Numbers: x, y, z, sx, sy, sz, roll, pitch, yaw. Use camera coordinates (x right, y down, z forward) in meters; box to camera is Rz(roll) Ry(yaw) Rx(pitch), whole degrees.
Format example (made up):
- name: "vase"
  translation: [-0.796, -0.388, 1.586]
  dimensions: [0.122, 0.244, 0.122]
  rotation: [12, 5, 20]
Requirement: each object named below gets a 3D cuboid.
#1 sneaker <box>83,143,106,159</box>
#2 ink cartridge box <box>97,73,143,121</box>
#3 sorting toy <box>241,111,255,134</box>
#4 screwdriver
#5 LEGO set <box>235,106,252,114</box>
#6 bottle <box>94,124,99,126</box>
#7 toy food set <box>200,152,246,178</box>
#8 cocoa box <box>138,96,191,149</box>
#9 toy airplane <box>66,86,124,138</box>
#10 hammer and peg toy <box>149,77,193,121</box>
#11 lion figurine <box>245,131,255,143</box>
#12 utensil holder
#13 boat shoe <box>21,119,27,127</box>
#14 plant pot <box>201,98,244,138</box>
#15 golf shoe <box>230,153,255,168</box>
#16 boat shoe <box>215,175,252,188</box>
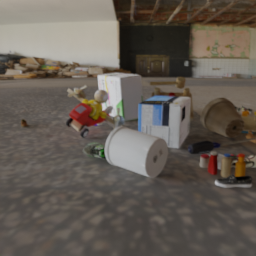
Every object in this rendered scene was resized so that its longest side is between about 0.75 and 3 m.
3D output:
- name: "sneaker"
  translation: [-0.828, 0.673, 8.210]
  dimensions: [1.131, 0.441, 0.482]
  rotation: [1, 1, 19]
- name: "ink cartridge box"
  translation: [-0.461, -1.712, 14.688]
  dimensions: [1.234, 2.129, 2.940]
  rotation: [-12, 17, -25]
- name: "sorting toy"
  translation: [5.564, -0.213, 12.106]
  dimensions: [1.975, 0.355, 2.651]
  rotation: [1, 19, 25]
- name: "screwdriver"
  translation: [3.076, 0.552, 8.943]
  dimensions: [2.663, 0.387, 0.371]
  rotation: [-3, 31, -22]
- name: "LEGO set"
  translation: [5.753, -0.937, 15.345]
  dimensions: [2.151, 0.610, 1.397]
  rotation: [12, 14, -7]
- name: "bottle"
  translation: [-1.624, -0.288, 12.801]
  dimensions: [0.927, 0.303, 0.387]
  rotation: [13, 19, 42]
- name: "toy food set"
  translation: [2.417, 0.848, 7.438]
  dimensions: [0.665, 0.627, 1.393]
  rotation: [-5, 15, -21]
- name: "cocoa box"
  translation: [1.376, -0.312, 10.294]
  dimensions: [1.485, 1.509, 2.263]
  rotation: [5, 15, 20]
- name: "toy airplane"
  translation: [-1.217, -0.734, 11.371]
  dimensions: [2.506, 1.768, 2.495]
  rotation: [18, 23, -24]
- name: "hammer and peg toy"
  translation: [2.015, -1.297, 13.395]
  dimensions: [2.046, 0.981, 2.781]
  rotation: [1, 43, 7]
- name: "lion figurine"
  translation: [4.464, 0.407, 9.740]
  dimensions: [0.641, 0.379, 1.047]
  rotation: [-18, 23, -39]
- name: "utensil holder"
  translation: [0.222, 0.630, 7.365]
  dimensions: [1.304, 1.109, 1.109]
  rotation: [16, 20, 38]
- name: "boat shoe"
  translation: [-4.704, -0.214, 12.594]
  dimensions: [0.270, 0.256, 0.752]
  rotation: [-8, 16, -30]
- name: "plant pot"
  translation: [3.769, -0.289, 10.887]
  dimensions: [1.444, 1.444, 1.253]
  rotation: [-4, 29, -17]
- name: "golf shoe"
  translation: [3.231, 0.980, 7.648]
  dimensions: [1.022, 0.395, 0.450]
  rotation: [1, 31, 21]
- name: "boat shoe"
  translation: [2.489, 1.230, 6.589]
  dimensions: [0.854, 0.283, 0.299]
  rotation: [2, 15, 5]
